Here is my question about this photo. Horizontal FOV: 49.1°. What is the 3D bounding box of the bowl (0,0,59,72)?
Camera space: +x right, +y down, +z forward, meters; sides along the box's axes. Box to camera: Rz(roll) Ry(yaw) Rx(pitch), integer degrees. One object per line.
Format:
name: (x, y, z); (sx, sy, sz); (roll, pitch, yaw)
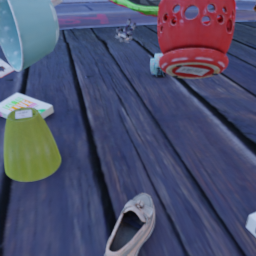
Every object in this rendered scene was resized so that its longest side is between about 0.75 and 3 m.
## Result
bowl: (-2.773, -2.879, 7.655); (1.271, 2.430, 2.430); (-23, 38, -29)

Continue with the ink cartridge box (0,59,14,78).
ink cartridge box: (-3.650, -1.607, 5.918); (2.158, 0.543, 1.176); (36, 15, -15)

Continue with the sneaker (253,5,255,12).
sneaker: (3.916, -3.665, 7.903); (0.385, 0.909, 0.331); (-8, 57, -31)

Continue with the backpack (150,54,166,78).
backpack: (1.362, -2.855, 12.623); (0.737, 0.979, 0.869); (3, 33, 3)

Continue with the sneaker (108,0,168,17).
sneaker: (0.322, -4.201, 8.779); (2.453, 1.028, 0.941); (26, 20, 13)

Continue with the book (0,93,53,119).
book: (-3.587, -0.592, 9.580); (1.699, 0.408, 1.135); (18, 39, 24)

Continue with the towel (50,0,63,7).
towel: (-2.795, -5.016, 10.742); (0.124, 0.735, 0.770); (39, 60, 10)

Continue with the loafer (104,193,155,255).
loafer: (0.084, 1.856, 5.312); (0.678, 0.593, 1.885); (12, 33, 19)

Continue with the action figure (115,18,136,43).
action figure: (-0.091, -3.936, 11.493); (0.726, 0.387, 1.116); (29, 72, -4)

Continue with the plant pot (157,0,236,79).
plant pot: (1.103, -1.485, 4.637); (1.266, 1.153, 1.266); (3, -7, 0)

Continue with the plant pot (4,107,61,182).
plant pot: (-2.485, 0.305, 6.972); (1.410, 1.507, 1.410); (0, 32, 0)

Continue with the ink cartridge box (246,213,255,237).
ink cartridge box: (3.300, 2.241, 4.879); (1.069, 0.419, 2.257); (-14, 32, -22)
